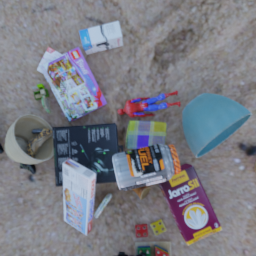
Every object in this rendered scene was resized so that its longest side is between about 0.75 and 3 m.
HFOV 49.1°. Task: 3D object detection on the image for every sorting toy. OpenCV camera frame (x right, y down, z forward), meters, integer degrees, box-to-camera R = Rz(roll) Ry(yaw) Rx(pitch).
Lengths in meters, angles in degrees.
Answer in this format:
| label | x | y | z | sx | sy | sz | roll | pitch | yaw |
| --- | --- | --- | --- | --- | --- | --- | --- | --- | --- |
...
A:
| label | x | y | z | sx | sy | sz | roll | pitch | yaw |
| --- | --- | --- | --- | --- | --- | --- | --- | --- | --- |
| sorting toy | 0.921 | 4.725 | 10.086 | 1.319 | 0.463 | 2.736 | -2 | 89 | 2 |

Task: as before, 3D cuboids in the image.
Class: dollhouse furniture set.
| label | x | y | z | sx | sy | sz | roll | pitch | yaw |
| --- | --- | --- | --- | --- | --- | --- | --- | --- | --- |
| dollhouse furniture set | -3.154 | -0.979 | 10.111 | 0.508 | 0.664 | 1.013 | -16 | 77 | 0 |

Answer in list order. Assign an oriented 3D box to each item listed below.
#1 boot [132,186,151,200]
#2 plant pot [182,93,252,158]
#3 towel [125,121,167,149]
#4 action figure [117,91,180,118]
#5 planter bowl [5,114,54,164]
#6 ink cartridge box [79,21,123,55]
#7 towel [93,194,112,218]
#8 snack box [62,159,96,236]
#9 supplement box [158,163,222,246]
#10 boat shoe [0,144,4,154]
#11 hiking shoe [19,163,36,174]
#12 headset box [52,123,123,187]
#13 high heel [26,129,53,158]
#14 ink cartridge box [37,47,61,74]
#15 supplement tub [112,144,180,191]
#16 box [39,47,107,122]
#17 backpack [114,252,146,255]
| label | x | y | z | sx | sy | sz | roll | pitch | yaw |
| --- | --- | --- | --- | --- | --- | --- | --- | --- | --- |
| boot | 0.259 | 1.959 | 9.755 | 1.066 | 1.373 | 0.526 | 40 | 88 | 13 |
| plant pot | 2.755 | -0.276 | 9.594 | 2.284 | 2.284 | 1.538 | -36 | 70 | -1 |
| towel | 0.681 | 0.284 | 10.017 | 1.500 | 0.171 | 1.077 | 5 | 101 | -16 |
| action figure | 0.728 | -0.808 | 10.299 | 2.288 | 0.591 | 0.749 | -11 | 82 | 4 |
| planter bowl | -3.541 | 0.553 | 9.803 | 1.162 | 1.726 | 1.726 | -30 | 88 | 30 |
| ink cartridge box | -0.947 | -3.230 | 10.131 | 1.434 | 1.041 | 0.600 | -14 | 88 | -1 |
| towel | -0.904 | 2.779 | 10.036 | 0.201 | 0.715 | 0.835 | 34 | 95 | 3 |
| snack box | -1.630 | 2.343 | 9.144 | 1.045 | 0.353 | 2.907 | 25 | 130 | 20 |
| supplement box | 2.092 | 2.631 | 9.906 | 1.325 | 1.028 | 2.400 | -24 | 88 | -2 |
| boat shoe | -5.080 | -0.081 | 10.102 | 0.793 | 0.894 | 2.393 | -14 | 88 | -3 |
| hiking shoe | -3.761 | 1.410 | 10.332 | 0.426 | 0.321 | 0.847 | -35 | 94 | 8 |
| headset box | -1.347 | 0.918 | 9.947 | 2.359 | 1.094 | 2.054 | -5 | 87 | 0 |
| high heel | -3.130 | 0.588 | 9.955 | 0.853 | 0.427 | 1.196 | -1 | 71 | 20 |
| ink cartridge box | -2.916 | -2.419 | 10.411 | 0.559 | 0.324 | 0.960 | 29 | 91 | -9 |
| supplement tub | 0.559 | 1.183 | 8.661 | 1.932 | 1.184 | 1.184 | -14 | 88 | -1 |
| box | -1.966 | -1.545 | 10.196 | 1.554 | 0.444 | 2.272 | -26 | 96 | -3 |
| backpack | 0.085 | 5.265 | 9.167 | 1.808 | 2.217 | 1.704 | 3 | 47 | -3 |
